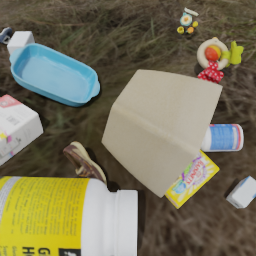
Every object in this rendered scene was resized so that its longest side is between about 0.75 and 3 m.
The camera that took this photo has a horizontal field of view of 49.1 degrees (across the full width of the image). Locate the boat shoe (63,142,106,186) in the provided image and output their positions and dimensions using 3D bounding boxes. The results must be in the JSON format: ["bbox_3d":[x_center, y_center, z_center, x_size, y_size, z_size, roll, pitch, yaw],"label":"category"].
[{"bbox_3d":[-0.973,0.898,6.168,1.236,0.446,0.445,56,44,-4],"label":"boat shoe"}]

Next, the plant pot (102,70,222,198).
[{"bbox_3d":[0.582,-0.083,6.078,1.769,1.996,1.998,29,52,5],"label":"plant pot"}]

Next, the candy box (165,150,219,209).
[{"bbox_3d":[1.370,1.101,6.398,1.440,0.190,0.736,-34,72,-27],"label":"candy box"}]

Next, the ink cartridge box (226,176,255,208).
[{"bbox_3d":[2.369,1.342,5.759,0.322,0.768,0.557,41,85,19],"label":"ink cartridge box"}]

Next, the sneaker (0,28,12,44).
[{"bbox_3d":[-4.508,-3.442,10.491,0.581,0.306,0.805,17,59,28],"label":"sneaker"}]

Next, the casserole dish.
[{"bbox_3d":[-2.098,-1.461,8.095,2.565,0.498,1.554,23,52,-13],"label":"casserole dish"}]

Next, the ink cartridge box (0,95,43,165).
[{"bbox_3d":[-3.399,0.239,6.896,1.277,0.740,2.193,30,53,24],"label":"ink cartridge box"}]

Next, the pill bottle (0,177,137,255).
[{"bbox_3d":[-1.201,1.643,4.883,2.705,1.521,1.521,1,48,1],"label":"pill bottle"}]

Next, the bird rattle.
[{"bbox_3d":[2.587,-2.027,8.401,1.479,0.833,1.205,-39,84,0],"label":"bird rattle"}]

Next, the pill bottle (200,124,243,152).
[{"bbox_3d":[2.133,0.247,6.927,1.205,0.676,0.676,-1,48,-2],"label":"pill bottle"}]

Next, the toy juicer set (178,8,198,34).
[{"bbox_3d":[2.230,-3.919,10.188,0.650,0.278,1.022,14,85,26],"label":"toy juicer set"}]

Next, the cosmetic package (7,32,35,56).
[{"bbox_3d":[-3.474,-2.561,9.307,0.571,0.928,0.925,1,47,1],"label":"cosmetic package"}]
